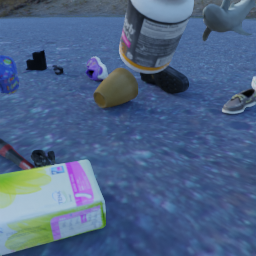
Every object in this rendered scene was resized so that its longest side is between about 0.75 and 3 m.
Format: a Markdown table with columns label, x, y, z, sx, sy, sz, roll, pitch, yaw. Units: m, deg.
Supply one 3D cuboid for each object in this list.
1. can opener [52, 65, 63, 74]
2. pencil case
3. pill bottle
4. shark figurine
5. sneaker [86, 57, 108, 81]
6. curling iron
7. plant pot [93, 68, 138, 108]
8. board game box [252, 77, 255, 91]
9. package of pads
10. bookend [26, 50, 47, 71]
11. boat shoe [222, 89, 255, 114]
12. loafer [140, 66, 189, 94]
| label | x | y | z | sx | sy | sz | roll | pitch | yaw |
| --- | --- | --- | --- | --- | --- | --- | --- | --- | --- |
| can opener | -3.484 | -2.924 | 13.796 | 0.444 | 0.358 | 1.128 | -16 | 31 | -27 |
| pencil case | -3.056 | -1.269 | 6.943 | 0.574 | 0.638 | 1.470 | 33 | -16 | -11 |
| pill bottle | 0.576 | -2.250 | 5.741 | 1.264 | 2.172 | 1.264 | 5 | 59 | -9 |
| shark figurine | 2.500 | -2.459 | 6.098 | 2.230 | 1.332 | 0.931 | -36 | 66 | -17 |
| sneaker | -1.608 | -2.724 | 12.935 | 0.865 | 0.836 | 2.073 | -15 | 30 | -16 |
| curling iron | -2.852 | 0.526 | 6.889 | 2.877 | 0.368 | 0.713 | 17 | 29 | 29 |
| plant pot | -0.532 | -1.264 | 9.751 | 1.236 | 1.236 | 1.326 | 22 | 46 | 37 |
| board game box | 6.256 | -1.491 | 10.820 | 2.523 | 0.437 | 1.593 | 6 | 26 | 12 |
| package of pads | -1.472 | 1.320 | 4.962 | 1.955 | 0.667 | 1.511 | -9 | 27 | -16 |
| bookend | -4.699 | -3.428 | 14.154 | 0.950 | 0.944 | 0.438 | 3 | 28 | 8 |
| boat shoe | 3.839 | -0.928 | 9.608 | 1.756 | 0.522 | 0.631 | -20 | 33 | -35 |
| loafer | 1.558 | -2.179 | 11.534 | 1.049 | 1.015 | 2.989 | -22 | 29 | -20 |
